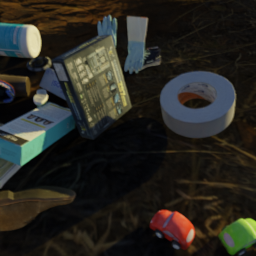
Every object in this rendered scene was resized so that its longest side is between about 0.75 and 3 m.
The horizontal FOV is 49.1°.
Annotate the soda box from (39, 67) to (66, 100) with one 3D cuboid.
[{"bbox_3d":[-2.226,-1.466,10.830,2.489,0.789,0.850,27,96,26],"label":"soda box"}]

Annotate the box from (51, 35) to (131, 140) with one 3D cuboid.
[{"bbox_3d":[-1.094,-1.384,9.480,0.725,2.841,2.241,12,41,39],"label":"box"}]

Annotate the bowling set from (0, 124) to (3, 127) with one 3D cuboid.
[{"bbox_3d":[-4.522,0.310,9.004,0.954,1.236,1.777,32,57,14],"label":"bowling set"}]

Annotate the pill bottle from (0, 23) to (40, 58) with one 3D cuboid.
[{"bbox_3d":[-5.693,-4.159,13.281,2.688,1.489,1.489,7,45,6],"label":"pill bottle"}]

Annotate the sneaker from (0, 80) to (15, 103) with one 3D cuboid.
[{"bbox_3d":[-5.175,-1.471,9.712,2.618,0.986,1.027,11,13,-38],"label":"sneaker"}]

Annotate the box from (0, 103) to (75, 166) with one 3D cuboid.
[{"bbox_3d":[-2.905,0.077,8.947,1.171,0.699,2.845,19,29,16],"label":"box"}]

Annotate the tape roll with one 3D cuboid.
[{"bbox_3d":[2.475,-0.892,10.095,2.578,0.852,2.578,-7,49,8],"label":"tape roll"}]

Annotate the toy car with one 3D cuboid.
[{"bbox_3d":[2.229,2.840,6.880,2.655,0.629,2.821,-17,48,-16],"label":"toy car"}]

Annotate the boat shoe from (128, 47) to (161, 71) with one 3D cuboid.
[{"bbox_3d":[0.721,-3.192,12.795,1.736,0.805,0.648,-21,49,-20],"label":"boat shoe"}]

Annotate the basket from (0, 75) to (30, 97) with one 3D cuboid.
[{"bbox_3d":[-4.706,-1.663,11.203,1.360,0.925,1.226,1,18,-5],"label":"basket"}]

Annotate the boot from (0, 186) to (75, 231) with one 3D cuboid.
[{"bbox_3d":[-2.603,2.120,7.481,2.390,0.902,0.880,-4,5,-15],"label":"boot"}]

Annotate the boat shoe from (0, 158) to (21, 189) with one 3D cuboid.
[{"bbox_3d":[-3.883,1.101,8.438,0.918,0.791,2.550,9,46,13],"label":"boat shoe"}]

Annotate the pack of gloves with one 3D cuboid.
[{"bbox_3d":[-0.312,-3.577,12.177,2.055,2.447,0.483,4,25,-1],"label":"pack of gloves"}]

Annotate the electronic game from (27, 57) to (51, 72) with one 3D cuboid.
[{"bbox_3d":[-4.107,-2.940,12.944,1.127,0.234,1.127,0,49,0],"label":"electronic game"}]

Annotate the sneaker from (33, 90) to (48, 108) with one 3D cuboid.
[{"bbox_3d":[-3.113,-0.859,10.135,0.478,0.766,1.299,-3,24,-10],"label":"sneaker"}]
